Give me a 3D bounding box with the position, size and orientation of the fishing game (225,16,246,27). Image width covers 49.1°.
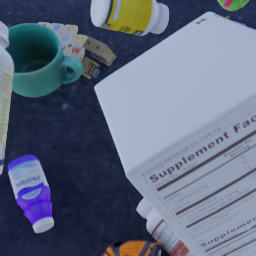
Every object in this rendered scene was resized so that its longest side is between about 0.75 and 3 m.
[{"bbox_3d":[3.595,-3.097,9.279,1.119,0.243,1.563,-32,69,-20],"label":"fishing game"}]

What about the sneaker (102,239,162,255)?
[{"bbox_3d":[0.504,2.657,4.759,2.187,0.848,1.225,24,74,15],"label":"sneaker"}]

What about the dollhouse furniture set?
[{"bbox_3d":[-1.044,-2.002,8.348,0.738,0.742,1.053,33,91,21],"label":"dollhouse furniture set"}]

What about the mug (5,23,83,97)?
[{"bbox_3d":[-2.443,-1.592,7.519,1.748,1.316,2.128,-38,69,-19],"label":"mug"}]

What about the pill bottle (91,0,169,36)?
[{"bbox_3d":[0.042,-1.688,4.080,1.063,0.596,0.596,2,52,-28],"label":"pill bottle"}]

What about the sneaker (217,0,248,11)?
[{"bbox_3d":[1.834,-3.680,5.943,0.940,2.450,1.027,-19,17,14],"label":"sneaker"}]

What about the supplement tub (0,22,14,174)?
[{"bbox_3d":[-2.733,-0.451,4.231,1.762,1.762,2.431,5,89,4],"label":"supplement tub"}]

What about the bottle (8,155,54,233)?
[{"bbox_3d":[-2.032,1.378,5.964,0.693,0.542,1.660,-22,58,-15],"label":"bottle"}]

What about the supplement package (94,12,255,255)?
[{"bbox_3d":[1.043,0.430,3.103,1.480,2.702,1.537,-33,34,5],"label":"supplement package"}]

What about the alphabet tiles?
[{"bbox_3d":[-2.549,-2.647,8.988,2.388,0.174,2.336,7,55,5],"label":"alphabet tiles"}]

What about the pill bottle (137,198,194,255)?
[{"bbox_3d":[0.957,1.927,5.365,0.909,0.909,1.620,-36,63,-22],"label":"pill bottle"}]
